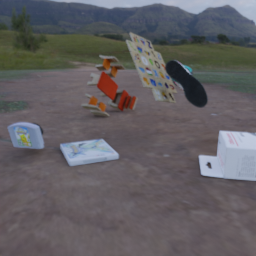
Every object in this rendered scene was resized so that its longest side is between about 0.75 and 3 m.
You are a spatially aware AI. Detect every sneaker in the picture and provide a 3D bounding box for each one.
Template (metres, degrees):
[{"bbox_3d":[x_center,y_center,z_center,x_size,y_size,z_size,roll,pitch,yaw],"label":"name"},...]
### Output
[{"bbox_3d":[1.919,-1.408,9.035,0.742,1.775,1.071,-40,-5,20],"label":"sneaker"}]

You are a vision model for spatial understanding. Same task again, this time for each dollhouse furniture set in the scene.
[{"bbox_3d":[-0.669,-1.634,12.538,1.249,2.424,2.398,11,-13,30],"label":"dollhouse furniture set"}]

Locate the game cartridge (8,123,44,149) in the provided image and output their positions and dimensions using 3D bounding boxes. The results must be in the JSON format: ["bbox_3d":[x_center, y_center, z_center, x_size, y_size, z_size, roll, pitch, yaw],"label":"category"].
[{"bbox_3d":[-2.733,0.202,7.420,1.030,0.687,0.208,1,20,26],"label":"game cartridge"}]

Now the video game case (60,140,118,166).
[{"bbox_3d":[-1.121,0.651,7.809,1.305,0.158,1.432,-6,16,-22],"label":"video game case"}]

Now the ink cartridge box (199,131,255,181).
[{"bbox_3d":[2.911,0.642,6.663,2.302,0.781,1.335,3,15,10],"label":"ink cartridge box"}]

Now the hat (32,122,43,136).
[{"bbox_3d":[-2.648,0.081,7.922,0.373,0.924,0.924,-48,37,-18],"label":"hat"}]

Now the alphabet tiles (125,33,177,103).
[{"bbox_3d":[0.832,-1.997,9.452,0.080,2.526,2.102,-29,-16,33],"label":"alphabet tiles"}]
